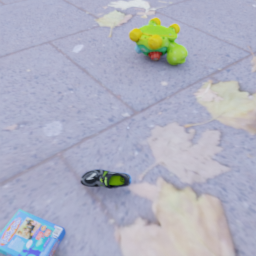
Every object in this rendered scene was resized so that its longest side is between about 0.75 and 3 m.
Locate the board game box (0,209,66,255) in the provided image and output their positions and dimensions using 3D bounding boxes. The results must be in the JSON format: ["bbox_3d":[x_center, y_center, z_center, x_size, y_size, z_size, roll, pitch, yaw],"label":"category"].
[{"bbox_3d":[-2.343,2.644,6.667,1.355,0.305,1.030,17,46,17],"label":"board game box"}]

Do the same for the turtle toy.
[{"bbox_3d":[1.418,-3.753,12.530,2.779,1.404,2.025,30,51,27],"label":"turtle toy"}]

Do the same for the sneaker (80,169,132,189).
[{"bbox_3d":[-0.615,1.376,7.570,1.404,0.582,0.498,1,82,8],"label":"sneaker"}]
